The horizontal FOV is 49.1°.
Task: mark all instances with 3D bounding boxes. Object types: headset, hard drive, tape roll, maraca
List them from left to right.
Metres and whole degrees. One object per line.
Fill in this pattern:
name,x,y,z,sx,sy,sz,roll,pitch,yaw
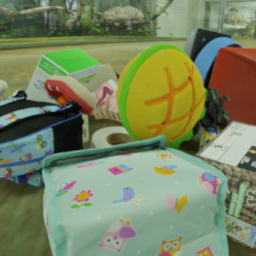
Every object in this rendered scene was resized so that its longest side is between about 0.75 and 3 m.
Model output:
tape roll,-0.199,0.469,7.739,1.673,0.306,1.673,8,27,-4
maraca,0.846,-0.502,5.804,1.543,1.977,2.884,33,3,41
headset,1.774,-0.461,7.796,1.850,1.407,2.996,-29,14,-11
hard drive,2.664,-2.035,10.198,1.917,2.843,0.602,-1,19,-31

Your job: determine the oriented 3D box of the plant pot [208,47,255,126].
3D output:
plant pot,4.259,-1.162,9.232,2.477,2.479,2.185,-12,32,-38

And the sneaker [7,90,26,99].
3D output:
sneaker,-4.382,-0.773,10.339,0.958,0.933,2.406,-14,18,15

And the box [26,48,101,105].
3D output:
box,-2.344,-1.541,10.115,1.196,2.184,2.475,36,28,3

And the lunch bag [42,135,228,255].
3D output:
lunch bag,-0.155,1.147,4.641,2.396,1.715,2.813,-10,16,-16

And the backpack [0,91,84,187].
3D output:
backpack,-2.593,0.338,6.441,2.397,1.766,2.626,12,25,27

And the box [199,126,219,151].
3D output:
box,2.268,0.424,7.860,0.489,0.533,1.522,7,24,13

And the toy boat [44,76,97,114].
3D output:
toy boat,-1.754,-0.701,7.769,1.806,1.179,1.181,15,70,48

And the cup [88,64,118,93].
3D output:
cup,-1.315,-2.527,14.109,1.721,1.231,1.721,0,23,0

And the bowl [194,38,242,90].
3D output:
bowl,3.245,-1.721,10.045,2.880,2.880,0.565,-18,35,-37

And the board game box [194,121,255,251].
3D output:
board game box,2.855,1.105,5.102,2.827,1.369,2.254,16,27,34

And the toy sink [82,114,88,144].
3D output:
toy sink,-1.666,0.043,8.348,1.346,0.877,0.754,17,27,37

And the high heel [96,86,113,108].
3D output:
high heel,-0.888,-1.047,9.389,0.407,0.286,0.849,32,72,17

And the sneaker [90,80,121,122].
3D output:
sneaker,-0.557,-0.580,9.848,1.469,1.058,2.810,-31,45,-9

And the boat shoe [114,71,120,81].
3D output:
boat shoe,-0.867,-2.760,15.337,1.939,0.711,0.722,16,27,34

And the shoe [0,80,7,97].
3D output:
shoe,-4.163,-0.417,7.329,2.698,0.943,0.720,-32,8,23
